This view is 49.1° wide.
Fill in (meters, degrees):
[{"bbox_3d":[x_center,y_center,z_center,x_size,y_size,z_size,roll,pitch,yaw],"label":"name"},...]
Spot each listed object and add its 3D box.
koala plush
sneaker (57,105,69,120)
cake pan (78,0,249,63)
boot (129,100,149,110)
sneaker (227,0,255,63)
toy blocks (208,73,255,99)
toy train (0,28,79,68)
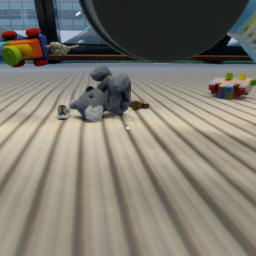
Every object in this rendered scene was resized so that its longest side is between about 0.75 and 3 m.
[{"bbox_3d":[-0.837,-0.803,8.202,1.578,1.450,1.399,-34,45,-28],"label":"koala plush"},{"bbox_3d":[-1.932,-0.530,8.337,0.363,0.390,0.983,-5,15,-13],"label":"sneaker"},{"bbox_3d":[0.511,-1.797,3.364,2.315,2.315,0.425,-2,38,-8],"label":"cake pan"},{"bbox_3d":[0.257,-0.806,9.543,0.809,0.298,0.626,5,12,-28],"label":"boot"},{"bbox_3d":[2.342,-1.530,4.663,2.447,0.973,1.598,-4,56,-51],"label":"sneaker"},{"bbox_3d":[4.197,-1.641,11.653,2.006,1.003,1.371,8,28,33],"label":"toy blocks"},{"bbox_3d":[-2.661,-2.015,7.348,2.380,1.007,1.377,3,27,22],"label":"toy train"}]
